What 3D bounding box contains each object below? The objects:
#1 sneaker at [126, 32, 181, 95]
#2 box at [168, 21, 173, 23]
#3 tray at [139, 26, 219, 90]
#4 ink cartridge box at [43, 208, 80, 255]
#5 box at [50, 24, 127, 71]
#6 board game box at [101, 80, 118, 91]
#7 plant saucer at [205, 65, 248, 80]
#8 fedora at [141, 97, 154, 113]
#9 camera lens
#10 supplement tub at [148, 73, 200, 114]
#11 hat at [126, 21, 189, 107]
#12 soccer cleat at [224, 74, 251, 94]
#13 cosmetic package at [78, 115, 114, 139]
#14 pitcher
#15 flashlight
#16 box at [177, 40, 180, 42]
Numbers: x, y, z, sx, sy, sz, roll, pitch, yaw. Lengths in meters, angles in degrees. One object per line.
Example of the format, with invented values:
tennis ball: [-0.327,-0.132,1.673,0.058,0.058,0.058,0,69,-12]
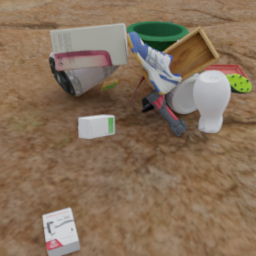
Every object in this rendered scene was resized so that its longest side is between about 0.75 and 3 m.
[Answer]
sneaker: [0.800,-2.064,8.441,0.935,2.122,0.799,-33,19,13]
box: [1.158,-3.533,11.218,1.458,0.891,0.773,-9,54,15]
tray: [1.615,-2.091,9.053,2.298,1.133,0.426,-30,16,29]
ink cartridge box: [-1.545,2.382,6.401,0.684,0.386,0.932,-13,39,-16]
box: [-1.169,-2.618,9.072,2.262,1.232,1.446,-4,19,2]
board game box: [-0.783,-1.714,11.365,0.529,0.166,1.108,-16,-3,-14]
plant saucer: [4.456,-2.447,12.973,1.724,0.316,1.721,1,37,2]
fedora: [0.777,-0.927,10.135,0.976,0.976,0.446,-23,81,-28]
camera lens: [-1.801,-2.600,11.398,2.439,1.951,1.951,-36,48,-18]
supplement tub: [1.774,-1.838,11.064,1.615,1.615,2.636,-14,39,-18]
hat: [0.859,-2.503,10.375,2.579,2.270,2.136,-15,38,-22]
soccer cleat: [3.266,-1.488,9.517,1.873,0.632,0.759,6,-9,-14]
cosmetic package: [-0.810,-0.037,7.270,0.406,0.515,0.958,6,11,36]
pitcher: [2.591,-0.938,8.585,1.042,1.720,1.475,7,43,24]
flashlight: [1.341,-0.555,9.415,0.576,1.702,0.578,-38,11,22]
box: [2.282,-3.271,12.551,1.525,0.800,1.403,10,-7,8]
